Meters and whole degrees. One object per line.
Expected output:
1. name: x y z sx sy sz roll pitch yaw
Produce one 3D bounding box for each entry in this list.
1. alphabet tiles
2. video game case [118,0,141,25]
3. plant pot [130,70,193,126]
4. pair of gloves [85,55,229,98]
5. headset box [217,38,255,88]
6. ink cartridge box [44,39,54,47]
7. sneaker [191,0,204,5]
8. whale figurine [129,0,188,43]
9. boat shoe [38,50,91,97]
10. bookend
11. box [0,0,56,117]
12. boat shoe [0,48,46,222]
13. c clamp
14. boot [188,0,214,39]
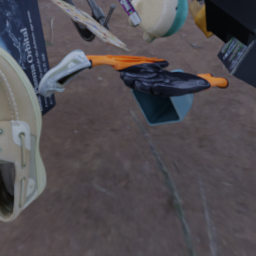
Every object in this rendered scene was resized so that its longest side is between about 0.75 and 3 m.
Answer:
1. alphabet tiles: -0.885 -2.434 6.574 1.997 0.075 1.669 44 21 21
2. video game case: -0.079 -2.342 5.102 0.163 0.824 0.909 -33 29 15
3. plant pot: 0.905 -0.779 6.422 1.020 1.017 1.039 -8 27 50
4. pair of gloves: 0.414 -1.019 5.215 2.041 0.283 2.291 -8 29 -33
5. headset box: 2.950 -1.199 5.440 1.957 1.043 2.248 29 25 -1
6. ink cartridge box: -3.544 -2.805 7.697 2.419 1.962 0.606 3 84 27
7. sneaker: 2.698 -4.382 9.752 0.895 0.517 0.338 -1 81 33
8. whale figurine: 0.804 -3.201 7.788 1.086 1.665 2.092 -1 15 -30
9. boat shoe: -0.909 -0.709 3.926 0.885 0.326 0.284 -38 81 14
10. bookend: 1.467 -1.416 3.749 0.390 0.841 0.846 -43 69 4
11. box: -2.881 -1.097 4.856 1.691 2.832 2.879 10 34 18
12. boat shoe: -1.782 0.184 3.897 0.934 2.590 0.841 7 30 12
13. c clamp: -1.331 -3.778 8.032 0.381 2.406 2.817 -29 83 -24
14. boot: 2.878 -3.764 8.567 1.340 1.871 0.658 54 25 3
